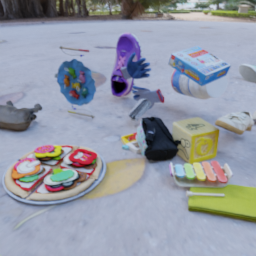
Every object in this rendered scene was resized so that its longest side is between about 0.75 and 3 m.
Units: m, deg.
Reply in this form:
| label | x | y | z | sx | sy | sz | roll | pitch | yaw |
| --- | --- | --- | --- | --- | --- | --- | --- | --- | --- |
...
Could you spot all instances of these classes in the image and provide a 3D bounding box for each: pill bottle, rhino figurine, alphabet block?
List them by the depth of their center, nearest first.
| label | x | y | z | sx | sy | sz | roll | pitch | yaw |
| --- | --- | --- | --- | --- | --- | --- | --- | --- | --- |
| alphabet block | 1.994 | 0.358 | 8.460 | 1.009 | 1.004 | 1.027 | -14 | 30 | -20 |
| pill bottle | 2.592 | -1.698 | 10.331 | 1.220 | 1.220 | 2.175 | -10 | 18 | -20 |
| rhino figurine | -4.691 | -0.473 | 10.334 | 2.813 | 0.841 | 1.230 | 4 | 27 | 13 |

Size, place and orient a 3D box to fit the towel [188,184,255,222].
| label | x | y | z | sx | sy | sz | roll | pitch | yaw |
| --- | --- | --- | --- | --- | --- | --- | --- | --- | --- |
| towel | 2.878 | 1.767 | 6.540 | 2.857 | 0.258 | 1.229 | 6 | 22 | 14 |

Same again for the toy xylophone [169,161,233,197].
| label | x | y | z | sx | sy | sz | roll | pitch | yaw |
| --- | --- | --- | --- | --- | --- | --- | --- | --- | --- |
| toy xylophone | 1.825 | 1.241 | 6.979 | 1.566 | 0.393 | 1.147 | -2 | 23 | -5 |

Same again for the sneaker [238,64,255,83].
| label | x | y | z | sx | sy | sz | roll | pitch | yaw |
| --- | --- | --- | --- | --- | --- | --- | --- | --- | --- |
| sneaker | 7.290 | -2.993 | 15.360 | 1.326 | 0.827 | 2.248 | -27 | 46 | -33 |

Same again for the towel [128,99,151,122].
| label | x | y | z | sx | sy | sz | roll | pitch | yaw |
| --- | --- | --- | --- | --- | --- | --- | --- | --- | --- |
| towel | 0.374 | -0.676 | 10.210 | 0.910 | 0.389 | 0.753 | -48 | 12 | -4 |

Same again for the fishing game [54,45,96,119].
| label | x | y | z | sx | sy | sz | roll | pitch | yaw |
| --- | --- | --- | --- | --- | --- | --- | --- | --- | --- |
| fishing game | -2.030 | -1.656 | 10.424 | 1.884 | 2.631 | 0.409 | 16 | 30 | 27 |

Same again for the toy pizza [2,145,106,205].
| label | x | y | z | sx | sy | sz | roll | pitch | yaw |
| --- | --- | --- | --- | --- | --- | --- | --- | --- | --- |
| toy pizza | -1.991 | 1.058 | 7.672 | 2.746 | 0.435 | 2.746 | 0 | 26 | 0 |

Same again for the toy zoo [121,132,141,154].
| label | x | y | z | sx | sy | sz | roll | pitch | yaw |
| --- | --- | --- | --- | --- | --- | --- | --- | --- | --- |
| toy zoo | 0.441 | 0.432 | 9.241 | 1.489 | 0.152 | 0.977 | -15 | 32 | -27 |

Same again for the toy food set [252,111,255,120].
| label | x | y | z | sx | sy | sz | roll | pitch | yaw |
| --- | --- | --- | --- | --- | --- | --- | --- | --- | --- |
| toy food set | 5.354 | -0.297 | 10.561 | 1.341 | 0.405 | 0.962 | 7 | 27 | 32 |

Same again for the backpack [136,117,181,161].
| label | x | y | z | sx | sy | sz | roll | pitch | yaw |
| --- | --- | --- | --- | --- | --- | --- | --- | --- | --- |
| backpack | 0.765 | 0.318 | 8.467 | 1.179 | 0.894 | 1.413 | 4 | 42 | -27 |

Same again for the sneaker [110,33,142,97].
| label | x | y | z | sx | sy | sz | roll | pitch | yaw |
| --- | --- | --- | --- | --- | --- | --- | --- | --- | --- |
| sneaker | -0.204 | -2.538 | 12.014 | 1.167 | 2.902 | 1.283 | 18 | 32 | 17 |

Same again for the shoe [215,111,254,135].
| label | x | y | z | sx | sy | sz | roll | pitch | yaw |
| --- | --- | --- | --- | --- | --- | --- | --- | --- | --- |
| shoe | 3.294 | -0.236 | 8.536 | 0.841 | 0.642 | 2.407 | 24 | 14 | 31 |

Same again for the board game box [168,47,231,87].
| label | x | y | z | sx | sy | sz | roll | pitch | yaw |
| --- | --- | --- | --- | --- | --- | --- | --- | --- | --- |
| board game box | 2.061 | -1.820 | 8.104 | 1.293 | 0.361 | 1.266 | -25 | 53 | -35 |

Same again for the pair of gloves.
| label | x | y | z | sx | sy | sz | roll | pitch | yaw |
| --- | --- | --- | --- | --- | --- | --- | --- | --- | --- |
| pair of gloves | 0.500 | -1.758 | 10.817 | 0.261 | 2.288 | 1.839 | -33 | 18 | -29 |
